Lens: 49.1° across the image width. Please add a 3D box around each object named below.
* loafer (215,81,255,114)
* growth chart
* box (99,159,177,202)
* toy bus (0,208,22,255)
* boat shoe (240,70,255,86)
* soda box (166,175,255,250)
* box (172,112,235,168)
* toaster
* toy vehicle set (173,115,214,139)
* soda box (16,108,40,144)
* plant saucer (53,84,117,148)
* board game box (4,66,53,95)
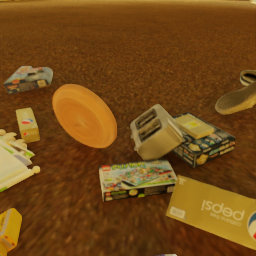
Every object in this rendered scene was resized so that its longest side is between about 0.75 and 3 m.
[{"bbox_3d":[3.526,-0.839,8.584,1.722,0.588,0.652,-25,47,4],"label":"loafer"},{"bbox_3d":[-3.138,0.739,6.564,1.738,0.213,2.402,-25,38,-36],"label":"growth chart"},{"bbox_3d":[0.192,1.071,5.897,1.537,0.267,0.846,-5,31,-10],"label":"box"},{"bbox_3d":[-1.993,1.730,4.542,0.361,0.301,0.923,-31,22,-3],"label":"toy bus"},{"bbox_3d":[4.937,-1.680,10.128,1.759,0.560,0.622,20,80,30],"label":"boat shoe"},{"bbox_3d":[1.799,1.447,4.483,2.207,0.707,0.748,16,-8,21],"label":"soda box"},{"bbox_3d":[1.629,0.225,7.254,1.373,0.397,1.728,-18,35,-28],"label":"box"},{"bbox_3d":[0.674,0.133,6.589,1.186,0.704,1.072,-36,33,15],"label":"toaster"},{"bbox_3d":[1.649,-0.048,7.188,0.575,0.123,0.926,-17,34,-26],"label":"toy vehicle set"},{"bbox_3d":[-2.802,-0.094,7.793,0.442,0.418,1.306,-13,33,-20],"label":"soda box"},{"bbox_3d":[-1.085,-0.198,6.646,1.785,1.785,0.288,17,47,27],"label":"plant saucer"},{"bbox_3d":[-3.567,-1.887,10.240,1.487,0.459,1.486,-13,34,0],"label":"board game box"}]
